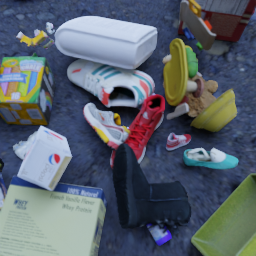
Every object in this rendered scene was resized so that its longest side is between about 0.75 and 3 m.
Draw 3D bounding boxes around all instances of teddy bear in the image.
[{"bbox_3d":[1.958,-1.364,8.922,1.811,0.834,2.497,-22,72,-36],"label":"teddy bear"}]

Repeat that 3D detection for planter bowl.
[{"bbox_3d":[2.616,-0.354,8.075,1.579,1.579,0.658,-36,76,-17],"label":"planter bowl"}]

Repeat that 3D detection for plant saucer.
[{"bbox_3d":[2.632,2.062,6.135,0.579,2.417,2.413,45,84,6],"label":"plant saucer"}]

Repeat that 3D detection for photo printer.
[{"bbox_3d":[-0.705,-2.782,8.805,2.785,0.967,2.317,15,33,14],"label":"photo printer"}]

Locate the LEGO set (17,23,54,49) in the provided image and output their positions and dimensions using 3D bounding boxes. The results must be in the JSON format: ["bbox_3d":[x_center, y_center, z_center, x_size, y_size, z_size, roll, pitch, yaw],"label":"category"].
[{"bbox_3d":[-2.930,-2.849,9.074,1.433,0.534,0.659,-9,77,26],"label":"LEGO set"}]

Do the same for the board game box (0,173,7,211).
[{"bbox_3d":[-4.658,1.987,7.435,2.632,0.455,1.783,-25,65,-12],"label":"board game box"}]

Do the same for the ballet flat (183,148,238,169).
[{"bbox_3d":[2.158,0.799,7.544,1.481,0.521,0.499,-1,40,35],"label":"ballet flat"}]

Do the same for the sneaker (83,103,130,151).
[{"bbox_3d":[-0.623,-0.155,8.174,0.795,0.753,1.934,-43,54,-1],"label":"sneaker"}]

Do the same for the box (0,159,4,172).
[{"bbox_3d":[-4.442,1.418,6.939,2.143,0.529,1.711,0,46,9],"label":"box"}]

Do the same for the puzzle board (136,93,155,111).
[{"bbox_3d":[0.428,-1.000,9.212,0.606,0.070,0.805,36,68,17],"label":"puzzle board"}]

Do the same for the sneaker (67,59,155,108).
[{"bbox_3d":[-0.729,-1.341,8.529,2.929,1.031,1.369,18,37,13],"label":"sneaker"}]

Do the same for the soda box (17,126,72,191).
[{"bbox_3d":[-1.980,0.618,6.764,0.800,2.512,0.856,29,89,-16],"label":"soda box"}]

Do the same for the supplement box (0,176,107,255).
[{"bbox_3d":[-1.791,2.523,6.583,2.196,1.474,2.194,8,63,4],"label":"supplement box"}]

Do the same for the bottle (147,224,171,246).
[{"bbox_3d":[0.666,2.423,7.195,0.358,0.458,1.097,-16,63,-34],"label":"bottle"}]

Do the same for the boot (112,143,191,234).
[{"bbox_3d":[0.602,1.495,6.984,1.795,0.811,2.191,8,58,-27],"label":"boot"}]

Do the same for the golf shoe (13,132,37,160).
[{"bbox_3d":[-2.806,0.496,8.313,1.108,0.434,0.538,-36,85,-11],"label":"golf shoe"}]

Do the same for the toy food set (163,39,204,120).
[{"bbox_3d":[1.554,-1.298,7.627,0.736,1.325,2.253,3,74,-15],"label":"toy food set"}]

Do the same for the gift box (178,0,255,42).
[{"bbox_3d":[3.003,-5.076,9.875,2.904,2.680,2.712,13,65,0],"label":"gift box"}]

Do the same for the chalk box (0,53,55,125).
[{"bbox_3d":[-3.114,-1.321,8.675,1.331,1.341,2.148,0,61,-1],"label":"chalk box"}]

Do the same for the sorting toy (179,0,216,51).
[{"bbox_3d":[2.198,-3.213,8.729,0.352,2.584,1.455,-38,83,5],"label":"sorting toy"}]

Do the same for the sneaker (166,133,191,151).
[{"bbox_3d":[1.514,0.311,8.265,0.868,0.488,0.309,-25,50,-18],"label":"sneaker"}]

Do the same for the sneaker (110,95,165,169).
[{"bbox_3d":[0.254,0.036,7.875,0.973,1.434,2.483,24,67,10],"label":"sneaker"}]
